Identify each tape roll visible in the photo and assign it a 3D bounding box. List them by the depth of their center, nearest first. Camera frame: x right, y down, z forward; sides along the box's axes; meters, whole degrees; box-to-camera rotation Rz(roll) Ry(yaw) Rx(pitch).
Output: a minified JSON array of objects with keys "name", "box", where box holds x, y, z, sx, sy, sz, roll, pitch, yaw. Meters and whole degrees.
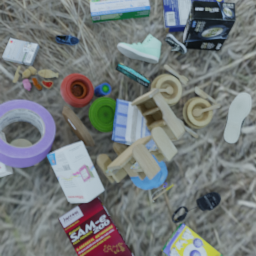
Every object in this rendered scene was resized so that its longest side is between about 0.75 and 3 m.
[{"name":"tape roll","box":[-3.944,0.208,10.354,2.345,0.996,2.345,10,60,-17]}]

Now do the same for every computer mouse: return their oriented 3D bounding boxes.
[{"name":"computer mouse","box":[2.442,2.876,10.056,1.978,0.337,0.580,-23,67,-6]}]

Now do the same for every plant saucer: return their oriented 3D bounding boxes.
[{"name":"plant saucer","box":[-1.884,-0.004,10.363,0.270,1.833,1.833,-36,76,-15]}]

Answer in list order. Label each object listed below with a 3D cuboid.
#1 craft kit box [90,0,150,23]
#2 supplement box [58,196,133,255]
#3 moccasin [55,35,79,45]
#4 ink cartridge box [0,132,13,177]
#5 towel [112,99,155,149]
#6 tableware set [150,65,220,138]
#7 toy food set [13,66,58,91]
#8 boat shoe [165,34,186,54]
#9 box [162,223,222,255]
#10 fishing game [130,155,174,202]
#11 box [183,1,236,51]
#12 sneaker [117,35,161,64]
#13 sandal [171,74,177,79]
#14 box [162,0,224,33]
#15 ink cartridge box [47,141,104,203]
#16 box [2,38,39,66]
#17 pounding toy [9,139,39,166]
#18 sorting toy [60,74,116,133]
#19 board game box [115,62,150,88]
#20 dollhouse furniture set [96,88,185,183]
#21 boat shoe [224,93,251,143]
[{"name":"craft kit box","box":[-0.507,-6.266,13.013,2.699,0.655,2.666,-7,75,-2]},{"name":"supplement box","box":[-1.000,3.966,9.685,1.567,0.877,2.879,-32,75,-10]},{"name":"moccasin","box":[-2.707,-3.899,12.392,1.034,0.352,0.416,0,73,0]},{"name":"ink cartridge box","box":[-5.278,1.081,10.652,1.256,0.725,1.720,-17,74,-5]},{"name":"towel","box":[0.617,-0.080,10.834,2.425,0.289,1.781,12,70,-18]},{"name":"tableware set","box":[2.187,-1.050,10.898,2.826,0.566,1.868,33,80,-10]},{"name":"toy food set","box":[-3.897,-2.023,11.886,1.710,0.269,1.087,14,74,-4]},{"name":"boat shoe","box":[2.035,-3.506,12.032,1.141,0.421,0.390,37,67,-30]},{"name":"box","box":[2.370,4.489,9.729,2.104,0.509,1.235,38,77,9]},{"name":"fishing game","box":[0.749,1.660,10.700,1.484,0.322,2.073,-37,69,-17]},{"name":"box","box":[3.266,-4.149,11.583,1.665,2.033,0.876,4,72,1]},{"name":"sneaker","box":[0.514,-3.555,12.102,1.860,0.684,1.097,16,79,-5]},{"name":"sandal","box":[1.824,-1.955,11.900,0.310,0.197,0.825,28,87,7]},{"name":"box","box":[2.980,-5.209,12.682,2.735,0.443,1.656,-3,74,4]},{"name":"ink cartridge box","box":[-1.851,1.583,9.800,0.815,1.392,1.926,-27,96,-41]},{"name":"box","box":[-4.690,-3.319,12.261,1.287,0.265,1.004,13,73,3]},{"name":"pounding toy","box":[-4.046,0.979,10.866,1.228,0.570,0.948,15,64,-23]},{"name":"sorting toy","box":[-1.456,-1.031,11.079,2.716,1.115,1.632,46,68,-17]},{"name":"board game box","box":[0.206,-2.132,11.202,1.462,0.989,0.206,29,111,-7]},{"name":"dollhouse furniture set","box":[0.323,0.273,9.587,2.845,2.493,1.890,-41,101,-32]},{"name":"boat shoe","box":[4.150,-0.360,10.709,0.726,0.593,1.966,14,92,14]}]
